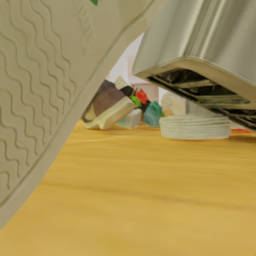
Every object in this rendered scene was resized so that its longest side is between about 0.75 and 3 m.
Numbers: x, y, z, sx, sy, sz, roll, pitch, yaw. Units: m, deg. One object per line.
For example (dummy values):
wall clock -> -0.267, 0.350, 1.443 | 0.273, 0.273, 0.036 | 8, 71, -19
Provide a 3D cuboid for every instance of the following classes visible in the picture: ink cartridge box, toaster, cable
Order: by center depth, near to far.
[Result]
toaster -> 1.798, -1.098, 4.057 | 2.701, 1.772, 2.987 | 22, -1, -16
cable -> 1.060, -0.016, 4.504 | 1.124, 0.389, 1.124 | -1, 1, -1
ink cartridge box -> 1.959, -0.576, 5.901 | 1.592, 1.294, 0.454 | 10, -18, -22

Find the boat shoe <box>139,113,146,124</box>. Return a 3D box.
boat shoe -> 0.157, -0.344, 8.722 | 1.417, 0.510, 0.459 | -4, -4, -40

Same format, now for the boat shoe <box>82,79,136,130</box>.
boat shoe -> -0.630, -0.566, 6.295 | 1.049, 0.945, 2.917 | -33, 9, -9

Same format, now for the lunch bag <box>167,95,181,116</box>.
lunch bag -> 2.435, -0.558, 7.148 | 2.739, 1.122, 2.413 | 2, 11, 15

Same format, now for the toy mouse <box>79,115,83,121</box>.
toy mouse -> -1.924, -0.397, 10.862 | 1.664, 0.322, 1.479 | -1, 3, -4

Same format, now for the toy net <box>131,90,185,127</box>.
toy net -> 0.827, -0.579, 6.851 | 0.421, 1.143, 2.178 | -33, 7, -23

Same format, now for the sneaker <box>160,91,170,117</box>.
sneaker -> 2.136, -1.094, 10.287 | 1.350, 2.335, 0.860 | 28, 2, -23

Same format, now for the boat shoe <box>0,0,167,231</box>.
boat shoe -> -0.461, -0.287, 0.598 | 0.704, 0.748, 2.083 | 9, 42, 22

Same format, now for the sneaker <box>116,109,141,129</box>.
sneaker -> -0.002, -0.297, 7.408 | 0.560, 0.505, 1.367 | 16, 7, 12

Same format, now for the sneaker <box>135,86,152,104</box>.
sneaker -> 0.602, -0.760, 9.366 | 1.058, 0.745, 1.992 | 27, -4, 3

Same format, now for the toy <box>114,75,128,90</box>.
toy -> -0.414, -0.980, 9.710 | 1.472, 0.848, 0.348 | -47, -23, 24

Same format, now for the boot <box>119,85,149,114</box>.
boot -> -0.117, -0.641, 8.312 | 0.997, 0.558, 1.441 | 35, -28, -32
